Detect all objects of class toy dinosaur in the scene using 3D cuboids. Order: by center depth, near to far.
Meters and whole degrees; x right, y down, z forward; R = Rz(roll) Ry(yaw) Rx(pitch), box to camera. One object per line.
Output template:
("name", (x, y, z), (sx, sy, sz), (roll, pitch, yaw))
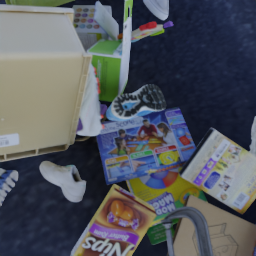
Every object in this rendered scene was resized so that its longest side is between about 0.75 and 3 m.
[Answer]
("toy dinosaur", (-0.767, 0.055, 6.923), (0.485, 0.261, 1.101), (27, 61, 33))

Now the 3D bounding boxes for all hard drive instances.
("hard drive", (-0.549, -2.718, 7.207), (0.114, 0.895, 0.590), (-13, 61, 29))

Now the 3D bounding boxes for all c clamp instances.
("c clamp", (0.842, 2.050, 4.621), (0.198, 1.249, 1.463), (8, 74, -43))

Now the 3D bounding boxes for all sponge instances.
("sponge", (-0.947, -0.220, 6.997), (0.529, 0.141, 0.948), (7, 52, 26))

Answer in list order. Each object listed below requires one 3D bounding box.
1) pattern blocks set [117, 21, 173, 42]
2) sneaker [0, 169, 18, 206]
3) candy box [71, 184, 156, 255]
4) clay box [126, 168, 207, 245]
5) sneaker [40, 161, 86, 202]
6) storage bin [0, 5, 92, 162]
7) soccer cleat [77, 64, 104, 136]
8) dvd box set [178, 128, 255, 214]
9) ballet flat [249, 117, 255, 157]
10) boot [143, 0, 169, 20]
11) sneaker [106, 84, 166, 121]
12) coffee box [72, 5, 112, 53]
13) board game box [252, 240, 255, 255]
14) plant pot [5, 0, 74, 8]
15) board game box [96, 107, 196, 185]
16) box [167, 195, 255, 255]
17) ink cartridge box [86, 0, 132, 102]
("pattern blocks set", (0.367, -2.563, 7.545), (1.563, 1.779, 0.144), (-23, 103, -45))
("sneaker", (-3.082, 1.382, 6.076), (0.759, 0.531, 1.313), (19, 56, 15))
("candy box", (-0.287, 1.970, 5.182), (0.922, 0.446, 1.581), (31, 93, -5))
("clay box", (0.682, 1.107, 6.131), (1.378, 0.571, 2.398), (-18, 60, -11))
("sneaker", (-1.339, 0.967, 5.922), (1.272, 0.479, 0.563), (33, 107, 27))
("storage bin", (-2.407, -0.611, 5.179), (2.862, 2.841, 1.341), (-9, 54, -27))
("soccer cleat", (-0.871, -0.603, 5.861), (0.607, 0.542, 1.564), (-6, 85, -3))
("dvd box set", (1.991, 0.880, 5.629), (1.587, 0.233, 1.161), (31, 100, -9))
("ballet flat", (3.269, 0.358, 6.466), (0.816, 0.816, 2.273), (18, 62, 10))
("boot", (0.993, -4.342, 8.549), (0.806, 1.047, 2.190), (13, 49, -34))
("sneaker", (0.156, -0.507, 5.998), (1.557, 0.700, 0.610), (-15, 84, -37))
("coffee box", (-1.036, -2.663, 7.965), (1.082, 1.094, 1.092), (3, 60, 3))
("board game box", (3.714, 2.670, 5.263), (2.567, 0.578, 1.952), (20, 63, 11))
("plant pot", (-2.261, -4.002, 7.271), (2.035, 2.213, 2.213), (-19, 62, -18))
("board game box", (0.361, 0.338, 6.051), (1.982, 0.342, 1.342), (-11, 59, -7))
("box", (1.647, 2.216, 5.384), (1.593, 0.169, 1.302), (26, 72, -7))
("ink cartridge box", (-0.420, -1.937, 6.668), (0.831, 2.194, 1.622), (7, 27, 4))
